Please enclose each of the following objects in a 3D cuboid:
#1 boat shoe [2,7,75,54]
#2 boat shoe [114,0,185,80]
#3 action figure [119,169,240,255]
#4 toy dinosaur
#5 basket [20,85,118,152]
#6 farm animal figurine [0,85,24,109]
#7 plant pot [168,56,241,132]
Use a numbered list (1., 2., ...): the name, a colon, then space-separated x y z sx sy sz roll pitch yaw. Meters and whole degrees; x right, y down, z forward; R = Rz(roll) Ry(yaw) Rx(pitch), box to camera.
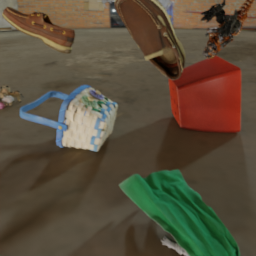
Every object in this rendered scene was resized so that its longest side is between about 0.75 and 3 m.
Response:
1. boat shoe: -3.184 -3.735 10.191 2.782 0.940 1.001 28 22 0
2. boat shoe: 0.672 -2.170 6.906 1.021 2.765 1.023 -17 54 35
3. action figure: 1.129 1.845 5.278 1.599 0.740 2.708 -12 34 -27
4. toy dinosaur: 2.960 -3.115 8.481 1.094 2.141 1.453 30 16 35
5. basket: -1.751 -0.459 8.920 2.585 1.798 2.280 14 26 6
6. farm animal figurine: -5.526 -1.486 12.394 1.560 0.785 1.260 22 33 39
7. plant pot: 2.640 -1.121 10.178 2.006 2.274 2.276 -11 25 0
